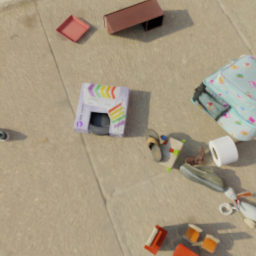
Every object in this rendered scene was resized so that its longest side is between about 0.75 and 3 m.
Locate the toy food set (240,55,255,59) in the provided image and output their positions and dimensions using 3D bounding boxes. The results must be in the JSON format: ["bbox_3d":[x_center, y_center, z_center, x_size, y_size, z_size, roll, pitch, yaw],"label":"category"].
[{"bbox_3d":[5.669,-2.707,12.517,1.349,0.408,0.968,9,71,12],"label":"toy food set"}]

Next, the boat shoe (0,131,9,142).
[{"bbox_3d":[-5.587,0.160,11.391,1.451,0.515,0.523,11,71,4],"label":"boat shoe"}]

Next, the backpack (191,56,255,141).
[{"bbox_3d":[4.443,-1.108,10.841,2.618,2.283,2.978,-33,79,-30],"label":"backpack"}]

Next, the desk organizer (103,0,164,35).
[{"bbox_3d":[0.274,-4.962,12.987,2.633,0.944,1.014,-22,74,-8],"label":"desk organizer"}]

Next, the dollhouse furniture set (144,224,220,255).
[{"bbox_3d":[1.728,4.357,9.540,2.325,1.211,2.350,30,73,10],"label":"dollhouse furniture set"}]

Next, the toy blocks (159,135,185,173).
[{"bbox_3d":[1.493,0.920,11.072,0.998,0.729,1.460,25,82,19],"label":"toy blocks"}]

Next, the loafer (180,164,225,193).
[{"bbox_3d":[2.880,1.826,10.745,1.878,0.706,0.654,28,69,-3],"label":"loafer"}]

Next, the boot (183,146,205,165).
[{"bbox_3d":[2.585,1.115,11.060,0.816,0.262,0.761,-2,89,-2],"label":"boot"}]

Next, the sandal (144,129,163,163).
[{"bbox_3d":[0.938,0.669,10.759,0.559,0.373,1.368,-20,75,32],"label":"sandal"}]

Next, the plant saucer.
[{"bbox_3d":[-2.615,-4.646,13.247,1.181,0.217,1.183,36,75,12],"label":"plant saucer"}]

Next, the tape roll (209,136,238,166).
[{"bbox_3d":[3.667,0.895,10.811,0.706,1.029,1.029,-18,71,1],"label":"tape roll"}]

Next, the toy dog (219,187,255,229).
[{"bbox_3d":[4.315,2.912,10.263,1.683,0.811,1.110,25,72,9],"label":"toy dog"}]

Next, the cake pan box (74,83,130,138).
[{"bbox_3d":[-1.074,-0.713,11.680,2.049,0.582,2.225,7,71,5],"label":"cake pan box"}]
